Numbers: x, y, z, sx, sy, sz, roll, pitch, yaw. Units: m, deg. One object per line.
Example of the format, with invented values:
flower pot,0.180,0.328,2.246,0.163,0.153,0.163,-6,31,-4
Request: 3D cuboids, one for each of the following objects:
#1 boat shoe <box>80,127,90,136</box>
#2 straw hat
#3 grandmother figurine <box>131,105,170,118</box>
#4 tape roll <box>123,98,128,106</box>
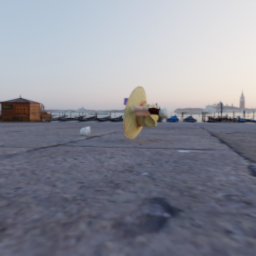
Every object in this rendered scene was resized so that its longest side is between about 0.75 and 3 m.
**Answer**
boat shoe,-2.739,0.257,17.691,0.543,0.555,1.567,-1,-6,-19
straw hat,0.898,-0.600,13.471,1.187,2.804,2.804,14,8,23
grandmother figurine,1.047,-0.696,12.048,1.771,0.536,1.074,11,10,40
tape roll,0.164,-1.227,13.369,0.779,0.331,0.779,5,1,0
